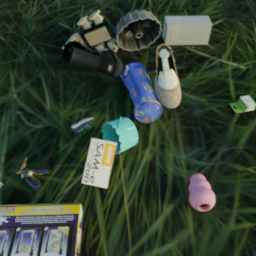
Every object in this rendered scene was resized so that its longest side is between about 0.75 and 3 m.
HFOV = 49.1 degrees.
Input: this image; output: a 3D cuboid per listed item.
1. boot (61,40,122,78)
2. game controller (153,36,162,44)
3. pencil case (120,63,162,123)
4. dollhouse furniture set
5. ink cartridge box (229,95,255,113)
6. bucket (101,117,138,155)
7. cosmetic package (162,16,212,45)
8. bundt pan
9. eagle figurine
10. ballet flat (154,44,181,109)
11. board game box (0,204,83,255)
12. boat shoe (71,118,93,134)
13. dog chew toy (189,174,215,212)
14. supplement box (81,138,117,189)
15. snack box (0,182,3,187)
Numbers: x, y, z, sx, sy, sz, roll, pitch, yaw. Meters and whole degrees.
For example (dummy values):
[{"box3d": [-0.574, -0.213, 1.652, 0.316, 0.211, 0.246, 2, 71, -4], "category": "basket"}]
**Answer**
[{"box3d": [-1.513, -2.814, 11.034, 2.120, 0.964, 2.523, 15, 19, -23], "category": "boot"}, {"box3d": [1.157, -4.588, 14.135, 0.593, 0.239, 1.136, -34, 56, -27], "category": "game controller"}, {"box3d": [0.437, -1.441, 10.672, 1.027, 1.143, 2.631, -34, 49, 19], "category": "pencil case"}, {"box3d": [-1.765, -3.841, 12.517, 1.963, 1.803, 1.277, -11, 41, 29], "category": "dollhouse furniture set"}, {"box3d": [4.419, -0.907, 10.801, 0.784, 0.297, 0.579, -10, 49, -10], "category": "ink cartridge box"}, {"box3d": [-0.270, 0.236, 9.167, 0.757, 1.164, 1.164, -22, 51, -30], "category": "bucket"}, {"box3d": [2.847, -4.746, 13.670, 2.166, 1.157, 0.977, -2, 48, -4], "category": "cosmetic package"}, {"box3d": [0.367, -4.425, 12.538, 2.127, 2.127, 0.798, -14, 70, -12], "category": "bundt pan"}, {"box3d": [-2.923, 1.441, 8.566, 0.883, 0.670, 0.666, 29, 14, -8], "category": "eagle figurine"}, {"box3d": [1.377, -2.015, 10.329, 0.941, 0.930, 2.766, -8, 58, 3], "category": "ballet flat"}, {"box3d": [-2.492, 3.026, 7.007, 2.545, 0.722, 2.104, -1, 46, -1], "category": "board game box"}, {"box3d": [-1.519, -0.087, 9.598, 0.379, 0.313, 1.012, -10, 15, 32], "category": "boat shoe"}, {"box3d": [2.087, 1.818, 8.127, 0.723, 0.723, 1.161, 0, 39, 0], "category": "dog chew toy"}, {"box3d": [-0.792, 0.915, 7.864, 0.690, 1.875, 1.182, 12, 86, -4], "category": "supplement box"}, {"box3d": [-4.179, 2.011, 8.306, 0.356, 0.120, 0.991, 14, 50, 12], "category": "snack box"}]
